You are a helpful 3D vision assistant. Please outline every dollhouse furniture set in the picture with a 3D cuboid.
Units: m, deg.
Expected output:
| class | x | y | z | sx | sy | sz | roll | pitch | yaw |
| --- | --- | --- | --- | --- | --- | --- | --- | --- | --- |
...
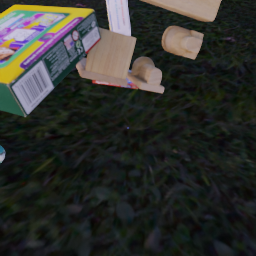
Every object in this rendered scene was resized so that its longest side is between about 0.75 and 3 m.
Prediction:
| class | x | y | z | sx | sy | sz | roll | pitch | yaw |
| --- | --- | --- | --- | --- | --- | --- | --- | --- | --- |
| dollhouse furniture set | 0.295 | -2.429 | 6.677 | 2.524 | 2.654 | 2.162 | 10 | 18 | -19 |

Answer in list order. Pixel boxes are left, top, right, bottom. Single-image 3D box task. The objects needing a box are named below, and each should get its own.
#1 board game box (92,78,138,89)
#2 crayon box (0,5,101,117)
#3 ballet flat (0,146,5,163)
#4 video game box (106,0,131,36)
| class | x | y | z | sx | sy | sz | roll | pitch | yaw |
| --- | --- | --- | --- | --- | --- | --- | --- | --- | --- |
| board game box | -0.366 | -1.824 | 10.192 | 1.671 | 0.162 | 0.860 | 9 | 44 | 10 |
| crayon box | -1.796 | -1.259 | 4.620 | 1.853 | 0.626 | 2.148 | 13 | 50 | 25 |
| ballet flat | -2.899 | 0.309 | 5.040 | 1.439 | 0.500 | 0.500 | 28 | 49 | 5 |
| video game box | -0.365 | -3.715 | 8.457 | 0.527 | 2.052 | 2.252 | -6 | 14 | -4 |
